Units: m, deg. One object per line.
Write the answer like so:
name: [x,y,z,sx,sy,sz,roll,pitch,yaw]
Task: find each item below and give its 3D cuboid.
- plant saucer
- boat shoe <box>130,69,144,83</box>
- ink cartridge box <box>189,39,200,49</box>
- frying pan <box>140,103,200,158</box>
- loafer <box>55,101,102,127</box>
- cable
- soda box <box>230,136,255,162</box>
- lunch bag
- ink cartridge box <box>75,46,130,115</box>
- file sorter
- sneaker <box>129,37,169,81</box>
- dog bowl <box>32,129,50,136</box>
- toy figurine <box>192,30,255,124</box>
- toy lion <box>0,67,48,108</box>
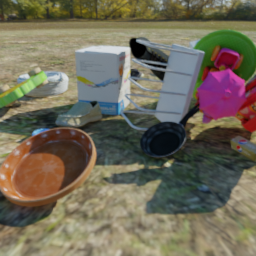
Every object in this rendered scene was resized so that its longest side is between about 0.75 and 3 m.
plant saucer: [-1.552,0.720,5.480,1.908,0.308,1.908,-9,39,7]
boat shoe: [0.291,-2.302,12.231,0.503,0.559,1.554,39,11,-16]
ink cartridge box: [3.078,-2.199,10.233,1.325,1.832,1.349,-16,50,1]
frying pan: [1.038,0.033,6.996,1.142,0.307,1.888,11,52,36]
loafer: [-1.420,-0.437,8.141,0.705,0.636,1.864,4,12,24]
cable: [-3.549,-1.898,11.786,2.036,0.705,2.037,-1,23,1]
soda box: [2.832,0.491,6.646,0.276,0.261,0.815,-25,29,-15]
lunch bag: [3.765,-0.963,7.065,1.224,2.632,2.988,41,-4,7]
ink cartridge box: [-0.802,-1.671,9.560,1.466,2.027,1.493,6,24,14]
file sorter: [0.809,-1.179,7.785,1.427,2.292,1.590,5,21,-21]
sneaker: [0.868,-1.952,8.627,2.121,0.793,1.126,41,23,3]
dog bowl: [-1.918,0.307,7.132,1.188,0.295,0.662,11,25,16]
toy figurine: [2.239,-0.961,7.250,1.816,2.419,2.227,22,44,3]
toy lion: [-3.628,-1.273,9.356,2.044,0.702,1.959,-34,21,-14]
